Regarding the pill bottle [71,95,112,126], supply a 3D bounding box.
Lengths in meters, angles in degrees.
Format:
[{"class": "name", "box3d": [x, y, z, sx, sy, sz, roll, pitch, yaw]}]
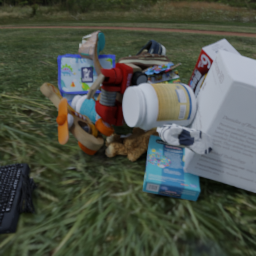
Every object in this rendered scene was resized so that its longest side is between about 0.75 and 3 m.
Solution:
[{"class": "pill bottle", "box3d": [-1.305, -0.664, 10.537, 1.646, 0.912, 0.912, 25, 34, 18]}]

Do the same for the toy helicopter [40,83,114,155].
[{"class": "toy helicopter", "box3d": [-1.914, -0.385, 8.941, 2.896, 1.142, 1.915, 47, 16, 14]}]

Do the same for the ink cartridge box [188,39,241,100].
[{"class": "ink cartridge box", "box3d": [3.421, -1.436, 10.294, 1.080, 2.577, 2.262, -26, 65, -17]}]

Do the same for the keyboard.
[{"class": "keyboard", "box3d": [-3.216, 1.649, 7.562, 1.439, 0.548, 2.765, -5, 28, -9]}]

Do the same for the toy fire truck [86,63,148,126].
[{"class": "toy fire truck", "box3d": [-0.555, -0.944, 8.388, 2.132, 1.877, 1.372, -4, 29, -36]}]

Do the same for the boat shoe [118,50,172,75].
[{"class": "boat shoe", "box3d": [0.607, -2.557, 10.834, 2.291, 0.848, 0.846, 0, -20, -29]}]

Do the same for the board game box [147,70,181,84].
[{"class": "board game box", "box3d": [1.000, -1.484, 9.079, 1.323, 0.155, 0.693, -13, 46, 11]}]

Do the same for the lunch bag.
[{"class": "lunch bag", "box3d": [-1.641, -1.675, 11.652, 2.303, 2.709, 1.726, -2, 27, -6]}]

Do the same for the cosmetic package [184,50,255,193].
[{"class": "cosmetic package", "box3d": [3.076, -0.196, 7.616, 2.308, 2.775, 2.322, 17, 33, -2]}]

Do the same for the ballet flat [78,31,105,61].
[{"class": "ballet flat", "box3d": [-1.456, -3.292, 11.021, 0.826, 0.836, 2.455, 1, 27, 3]}]

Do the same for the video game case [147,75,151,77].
[{"class": "video game case", "box3d": [1.514, -1.125, 10.507, 2.326, 0.293, 2.553, 0, 44, -39]}]

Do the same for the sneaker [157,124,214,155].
[{"class": "sneaker", "box3d": [1.281, 0.215, 6.629, 1.363, 0.544, 0.887, 8, 10, -21]}]

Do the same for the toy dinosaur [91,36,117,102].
[{"class": "toy dinosaur", "box3d": [-0.701, -1.547, 9.774, 1.579, 2.973, 0.898, -45, 28, 1]}]

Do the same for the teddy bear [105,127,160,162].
[{"class": "teddy bear", "box3d": [0.217, 0.556, 9.610, 2.115, 0.706, 1.534, -17, 28, -11]}]

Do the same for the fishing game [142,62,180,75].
[{"class": "fishing game", "box3d": [0.990, -1.931, 8.929, 0.949, 0.206, 1.326, -30, 23, -28]}]

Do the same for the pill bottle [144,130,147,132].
[{"class": "pill bottle", "box3d": [0.871, -0.412, 10.598, 0.872, 0.872, 1.457, 1, 66, 2]}]

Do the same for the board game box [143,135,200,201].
[{"class": "board game box", "box3d": [1.260, 1.101, 8.142, 1.460, 0.454, 1.934, 11, 38, 2]}]

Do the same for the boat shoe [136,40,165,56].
[{"class": "boat shoe", "box3d": [0.343, -2.668, 12.224, 0.876, 2.832, 1.060, 23, 44, -40]}]

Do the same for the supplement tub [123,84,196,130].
[{"class": "supplement tub", "box3d": [0.879, -0.622, 8.064, 1.806, 1.306, 1.306, -3, 26, -24]}]
